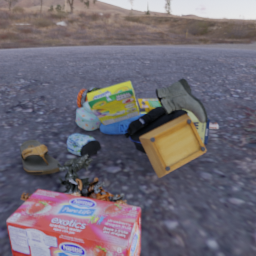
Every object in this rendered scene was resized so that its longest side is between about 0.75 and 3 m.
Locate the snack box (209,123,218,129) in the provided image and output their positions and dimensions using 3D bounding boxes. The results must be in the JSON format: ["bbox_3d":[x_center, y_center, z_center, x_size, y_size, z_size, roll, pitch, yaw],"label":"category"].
[{"bbox_3d":[3.746,-0.137,14.030,1.431,0.174,0.514,3,23,8],"label":"snack box"}]

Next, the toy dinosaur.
[{"bbox_3d":[-1.444,1.853,7.834,2.722,1.390,1.847,20,35,-25],"label":"toy dinosaur"}]

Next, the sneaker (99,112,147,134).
[{"bbox_3d":[0.093,-0.122,13.039,2.807,0.925,1.101,-7,28,-17],"label":"sneaker"}]

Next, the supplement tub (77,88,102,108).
[{"bbox_3d":[-1.431,-1.403,15.328,2.475,1.516,1.516,10,24,21],"label":"supplement tub"}]

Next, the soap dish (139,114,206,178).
[{"bbox_3d":[1.528,0.566,9.207,1.899,1.494,0.771,-26,1,-13],"label":"soap dish"}]

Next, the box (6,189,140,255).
[{"bbox_3d":[-1.122,2.439,6.262,2.685,1.338,1.282,6,23,15],"label":"box"}]

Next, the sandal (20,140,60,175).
[{"bbox_3d":[-3.431,0.945,10.579,1.204,0.804,2.947,-11,25,-26],"label":"sandal"}]

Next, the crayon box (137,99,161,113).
[{"bbox_3d":[1.982,-1.078,15.593,2.797,0.721,1.758,-1,22,-3],"label":"crayon box"}]

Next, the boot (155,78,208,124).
[{"bbox_3d":[1.712,-0.701,9.232,1.165,0.604,1.784,-27,72,-9],"label":"boot"}]

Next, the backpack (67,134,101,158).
[{"bbox_3d":[-1.904,0.697,11.277,1.239,0.952,1.010,-3,20,45],"label":"backpack"}]

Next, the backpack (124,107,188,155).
[{"bbox_3d":[1.412,0.241,10.636,2.216,1.707,2.111,26,69,40],"label":"backpack"}]

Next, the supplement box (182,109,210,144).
[{"bbox_3d":[2.519,-0.104,12.645,1.738,1.168,1.739,-2,23,-4],"label":"supplement box"}]

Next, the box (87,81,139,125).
[{"bbox_3d":[-0.538,-0.945,11.200,1.752,0.722,2.987,-16,-12,2],"label":"box"}]

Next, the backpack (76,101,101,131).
[{"bbox_3d":[-1.765,-0.609,13.771,1.577,1.209,1.386,-29,53,-35],"label":"backpack"}]
